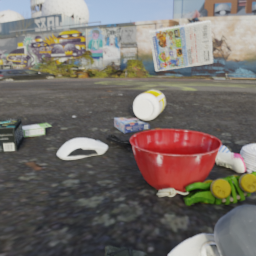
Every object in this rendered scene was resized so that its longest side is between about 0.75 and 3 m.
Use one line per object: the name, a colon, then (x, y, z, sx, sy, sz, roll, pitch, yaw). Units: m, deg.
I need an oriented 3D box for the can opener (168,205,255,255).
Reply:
can opener: (0.919, 1.847, 1.134, 0.798, 1.000, 2.992, -4, 53, -17)

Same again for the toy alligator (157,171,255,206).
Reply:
toy alligator: (1.965, 1.524, 6.498, 2.603, 0.625, 0.863, -10, -12, -6)

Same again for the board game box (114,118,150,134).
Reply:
board game box: (0.028, -0.191, 13.571, 1.476, 0.455, 1.476, -10, 18, -34)

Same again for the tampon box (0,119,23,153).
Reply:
tampon box: (-4.731, 0.272, 10.706, 1.109, 0.934, 1.480, -3, 14, -10)

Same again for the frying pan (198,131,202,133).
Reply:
frying pan: (1.917, 0.426, 11.297, 1.405, 0.378, 2.322, 10, 15, 32)

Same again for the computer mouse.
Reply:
computer mouse: (-1.245, 0.619, 10.072, 2.626, 0.576, 1.440, -7, 17, -28)

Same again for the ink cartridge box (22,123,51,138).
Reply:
ink cartridge box: (-4.133, 0.106, 12.554, 1.239, 0.368, 0.643, -10, 17, -35)

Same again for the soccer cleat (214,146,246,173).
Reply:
soccer cleat: (3.038, 1.028, 8.705, 0.724, 0.586, 1.677, -16, 12, 1)

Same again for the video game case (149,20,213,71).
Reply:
video game case: (2.147, -3.258, 11.315, 2.370, 1.697, 0.213, -6, 33, 13)

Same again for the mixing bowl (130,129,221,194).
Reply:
mixing bowl: (1.201, 0.915, 7.442, 2.355, 1.275, 2.355, 1, 14, 0)

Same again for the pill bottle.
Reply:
pill bottle: (1.179, -1.279, 15.803, 1.490, 1.490, 2.727, 4, 15, 17)

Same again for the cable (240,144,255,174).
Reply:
cable: (4.378, 0.947, 8.636, 1.808, 0.626, 1.808, 0, 14, 1)

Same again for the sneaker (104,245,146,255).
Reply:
sneaker: (-0.231, 2.165, 4.237, 0.638, 0.426, 1.115, 6, 12, 30)
